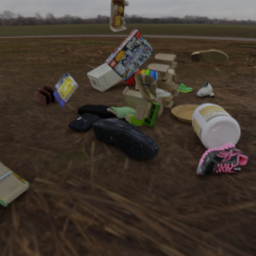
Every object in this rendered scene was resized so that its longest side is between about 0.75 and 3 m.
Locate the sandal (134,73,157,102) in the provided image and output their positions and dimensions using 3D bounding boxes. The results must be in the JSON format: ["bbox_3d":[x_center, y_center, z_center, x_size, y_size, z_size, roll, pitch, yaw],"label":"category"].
[{"bbox_3d":[0.523,-1.289,9.120,0.670,0.450,1.667,11,39,-17],"label":"sandal"}]

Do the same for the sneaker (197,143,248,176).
[{"bbox_3d":[2.694,0.984,7.864,1.793,0.708,0.855,-18,41,-34],"label":"sneaker"}]

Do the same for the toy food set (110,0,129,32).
[{"bbox_3d":[-0.350,-5.505,13.496,0.478,1.583,1.136,22,35,25],"label":"toy food set"}]

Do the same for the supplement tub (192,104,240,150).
[{"bbox_3d":[2.872,-0.069,9.431,1.235,1.235,1.710,-1,23,-1],"label":"supplement tub"}]

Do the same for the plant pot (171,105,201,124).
[{"bbox_3d":[2.806,-0.562,11.803,1.946,0.267,1.946,-1,24,0],"label":"plant pot"}]

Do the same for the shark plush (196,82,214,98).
[{"bbox_3d":[4.023,-2.099,14.974,0.773,0.843,1.855,-25,20,22],"label":"shark plush"}]

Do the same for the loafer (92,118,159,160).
[{"bbox_3d":[-0.030,0.221,9.059,1.008,0.975,2.872,-29,32,-32],"label":"loafer"}]

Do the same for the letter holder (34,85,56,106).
[{"bbox_3d":[-4.061,-1.621,13.578,0.559,0.790,1.111,-21,31,-39],"label":"letter holder"}]

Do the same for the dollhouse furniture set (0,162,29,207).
[{"bbox_3d":[-3.486,1.566,6.271,1.385,1.061,2.113,42,13,0],"label":"dollhouse furniture set"}]

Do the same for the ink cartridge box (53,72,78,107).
[{"bbox_3d":[-2.261,-1.356,9.831,0.226,0.962,0.951,31,13,-48],"label":"ink cartridge box"}]

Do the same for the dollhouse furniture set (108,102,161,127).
[{"bbox_3d":[0.187,-0.784,11.113,1.191,0.912,1.818,4,17,-36],"label":"dollhouse furniture set"}]

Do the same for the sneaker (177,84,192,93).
[{"bbox_3d":[2.997,-2.181,15.321,1.027,0.429,0.380,11,25,22],"label":"sneaker"}]

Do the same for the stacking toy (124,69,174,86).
[{"bbox_3d":[1.146,-2.963,16.315,2.965,1.266,1.266,2,23,16],"label":"stacking toy"}]

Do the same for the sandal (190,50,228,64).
[{"bbox_3d":[2.542,-2.272,8.632,1.208,0.443,0.397,10,49,38],"label":"sandal"}]

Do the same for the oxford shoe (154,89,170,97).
[{"bbox_3d":[1.055,-1.203,9.565,0.951,0.275,0.358,-2,16,-28],"label":"oxford shoe"}]

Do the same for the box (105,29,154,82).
[{"bbox_3d":[0.068,-2.677,10.452,1.116,1.629,0.325,38,7,-39],"label":"box"}]

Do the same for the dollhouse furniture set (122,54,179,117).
[{"bbox_3d":[1.081,-1.813,12.497,1.594,2.103,2.399,14,54,27],"label":"dollhouse furniture set"}]

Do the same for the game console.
[{"bbox_3d":[-1.591,-0.448,11.490,1.544,0.316,2.617,9,23,19],"label":"game console"}]

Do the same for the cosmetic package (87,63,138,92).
[{"bbox_3d":[-0.866,-3.186,15.933,2.582,0.944,1.337,-33,34,-18],"label":"cosmetic package"}]
